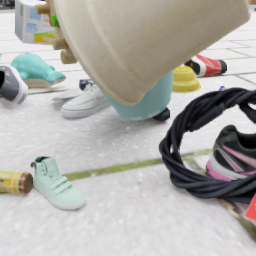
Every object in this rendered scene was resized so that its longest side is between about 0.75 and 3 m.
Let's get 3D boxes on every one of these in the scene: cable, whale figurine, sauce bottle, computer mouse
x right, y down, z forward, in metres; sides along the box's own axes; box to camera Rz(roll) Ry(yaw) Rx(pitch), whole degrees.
[{"bbox_3d":[1.816,0.284,5.381,2.666,2.175,0.677,5,-1,31],"label":"cable"},{"bbox_3d":[-3.679,-2.341,11.287,2.384,1.237,1.896,16,31,29],"label":"whale figurine"},{"bbox_3d":[-2.620,1.050,5.597,1.359,0.449,0.449,2,27,8],"label":"sauce bottle"},{"bbox_3d":[0.896,-0.618,9.055,0.582,0.338,1.985,-16,24,-3],"label":"computer mouse"}]

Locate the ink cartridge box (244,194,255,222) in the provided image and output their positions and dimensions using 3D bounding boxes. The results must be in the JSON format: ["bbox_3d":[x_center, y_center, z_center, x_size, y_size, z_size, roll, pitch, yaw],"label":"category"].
[{"bbox_3d":[2.624,1.633,4.375,1.447,0.487,0.841,19,33,32],"label":"ink cartridge box"}]

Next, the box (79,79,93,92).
[{"bbox_3d":[-1.308,-1.501,10.433,0.996,0.528,0.609,-3,27,-6],"label":"box"}]

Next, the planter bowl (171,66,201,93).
[{"bbox_3d":[2.085,-2.057,11.309,1.761,0.733,1.761,-1,27,0],"label":"planter bowl"}]

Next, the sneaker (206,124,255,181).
[{"bbox_3d":[3.070,0.646,5.475,2.893,1.249,1.162,7,29,12],"label":"sneaker"}]

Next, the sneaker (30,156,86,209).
[{"bbox_3d":[-1.365,0.992,5.311,1.320,0.779,0.486,19,31,30],"label":"sneaker"}]

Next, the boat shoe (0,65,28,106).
[{"bbox_3d":[-4.572,-1.694,10.029,0.991,1.046,2.991,28,10,-45],"label":"boat shoe"}]

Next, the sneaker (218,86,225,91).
[{"bbox_3d":[3.382,-1.229,10.053,0.383,0.398,1.016,2,27,7],"label":"sneaker"}]

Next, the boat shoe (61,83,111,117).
[{"bbox_3d":[-1.131,-1.082,9.237,2.500,0.873,0.886,-24,36,-38],"label":"boat shoe"}]

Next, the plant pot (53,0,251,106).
[{"bbox_3d":[0.577,-2.132,4.961,2.516,2.748,2.748,-23,18,26],"label":"plant pot"}]

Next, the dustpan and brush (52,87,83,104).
[{"bbox_3d":[-1.753,-1.156,9.591,1.605,0.459,1.120,-30,10,-18],"label":"dustpan and brush"}]

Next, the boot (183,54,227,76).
[{"bbox_3d":[3.678,-3.132,13.378,1.627,0.817,2.256,-7,36,-14],"label":"boot"}]

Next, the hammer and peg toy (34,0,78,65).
[{"bbox_3d":[-1.554,-2.537,6.360,0.792,2.245,1.652,-18,70,-29],"label":"hammer and peg toy"}]

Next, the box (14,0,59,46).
[{"bbox_3d":[-2.332,-3.182,8.588,1.972,1.109,0.999,-7,35,-34],"label":"box"}]

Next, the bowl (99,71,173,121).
[{"bbox_3d":[0.389,-1.029,8.431,2.273,1.189,2.273,-17,22,7],"label":"bowl"}]
